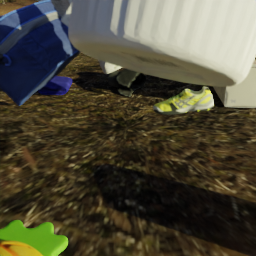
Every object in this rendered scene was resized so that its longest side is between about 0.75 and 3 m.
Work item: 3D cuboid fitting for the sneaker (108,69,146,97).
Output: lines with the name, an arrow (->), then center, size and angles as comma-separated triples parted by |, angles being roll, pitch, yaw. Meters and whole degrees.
sneaker -> 0.232, -2.079, 11.567 | 1.397, 0.804, 2.678 | 17, 34, 32

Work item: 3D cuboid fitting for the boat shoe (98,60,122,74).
boat shoe -> 0.135, -2.388, 8.422 | 2.463, 0.822, 0.906 | -26, 39, -20

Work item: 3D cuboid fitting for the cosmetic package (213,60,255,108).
cosmetic package -> 3.949, -1.875, 10.308 | 1.216, 1.441, 2.787 | 3, 26, 6

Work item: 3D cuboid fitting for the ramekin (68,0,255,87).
ramekin -> 0.427, -1.242, 3.254 | 2.303, 1.123, 2.303 | 14, 6, -2

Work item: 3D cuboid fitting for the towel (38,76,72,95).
towel -> -2.906, -1.685, 11.196 | 1.181, 0.396, 1.599 | 5, 24, -5

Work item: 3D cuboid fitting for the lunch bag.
lunch bag -> -2.261, -1.782, 6.328 | 1.637, 1.594, 2.410 | -34, 17, 30

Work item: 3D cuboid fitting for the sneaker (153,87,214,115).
sneaker -> 0.823, -0.414, 4.257 | 0.898, 0.343, 0.339 | -9, 19, 9

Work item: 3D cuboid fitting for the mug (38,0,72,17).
mug -> -1.951, -4.029, 8.247 | 2.078, 1.534, 1.822 | 15, 51, 9

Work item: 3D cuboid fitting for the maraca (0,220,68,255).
maraca -> -1.392, 1.717, 3.008 | 1.368, 1.068, 1.996 | 6, 23, 2

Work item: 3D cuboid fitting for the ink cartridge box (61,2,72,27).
ink cartridge box -> -0.405, -2.123, 4.902 | 0.928, 1.279, 0.533 | 37, 20, -10
